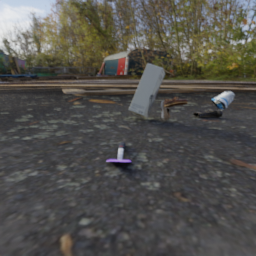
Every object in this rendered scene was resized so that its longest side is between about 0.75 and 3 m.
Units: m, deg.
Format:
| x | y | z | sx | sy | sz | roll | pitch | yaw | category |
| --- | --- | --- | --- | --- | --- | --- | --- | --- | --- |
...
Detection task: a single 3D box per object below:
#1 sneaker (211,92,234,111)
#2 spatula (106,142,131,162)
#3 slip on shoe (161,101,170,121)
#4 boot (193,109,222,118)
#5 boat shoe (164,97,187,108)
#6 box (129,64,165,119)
| x | y | z | sx | sy | sz | roll | pitch | yaw | category |
| --- | --- | --- | --- | --- | --- | --- | --- | --- | --- |
| 3.717 | -1.079 | 10.795 | 0.695 | 0.601 | 1.603 | -43 | 0 | 5 | sneaker |
| -0.221 | 0.745 | 8.506 | 0.666 | 0.242 | 2.355 | 2 | 13 | 2 | spatula |
| 1.824 | -0.861 | 13.500 | 0.366 | 0.459 | 1.208 | -22 | 38 | 28 | slip on shoe |
| 4.129 | -0.701 | 14.580 | 1.092 | 0.434 | 1.255 | -10 | 9 | -26 | boot |
| 2.008 | -1.132 | 11.870 | 1.081 | 0.380 | 0.380 | -5 | -15 | 35 | boat shoe |
| 0.952 | -1.807 | 13.957 | 0.859 | 2.514 | 1.033 | 22 | 0 | 15 | box |
